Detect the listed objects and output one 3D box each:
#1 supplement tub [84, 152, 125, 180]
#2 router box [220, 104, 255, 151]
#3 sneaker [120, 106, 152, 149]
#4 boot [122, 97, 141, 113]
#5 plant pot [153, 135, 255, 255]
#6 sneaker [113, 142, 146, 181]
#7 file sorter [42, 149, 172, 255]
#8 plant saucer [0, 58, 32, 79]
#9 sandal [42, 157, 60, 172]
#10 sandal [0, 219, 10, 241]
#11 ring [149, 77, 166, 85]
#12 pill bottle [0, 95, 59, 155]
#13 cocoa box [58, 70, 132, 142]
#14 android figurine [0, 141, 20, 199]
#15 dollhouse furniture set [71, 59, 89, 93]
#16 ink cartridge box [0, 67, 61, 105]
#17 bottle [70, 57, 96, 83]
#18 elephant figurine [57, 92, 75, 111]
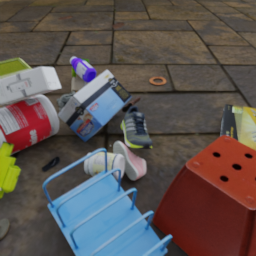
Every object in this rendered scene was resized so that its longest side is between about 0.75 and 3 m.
[{"bbox_3d":[-0.732,1.176,8.750,1.098,0.796,0.796,4,37,18],"label":"supplement tub"},{"bbox_3d":[4.668,0.264,10.611,2.217,0.736,2.819,11,39,14],"label":"router box"},{"bbox_3d":[0.276,-0.019,9.827,0.871,0.954,2.358,2,26,-19],"label":"sneaker"},{"bbox_3d":[0.149,-1.039,12.325,0.258,0.750,0.805,52,42,-6],"label":"boot"},{"bbox_3d":[2.518,1.823,7.255,2.670,2.353,2.667,-29,47,-33],"label":"plant pot"},{"bbox_3d":[0.086,1.071,9.464,0.756,0.544,1.446,-8,59,-49],"label":"sneaker"},{"bbox_3d":[-0.551,2.187,6.652,1.910,1.689,2.753,-30,62,-21],"label":"file sorter"},{"bbox_3d":[-6.377,-3.008,15.004,2.499,0.598,2.496,-25,44,-28],"label":"plant saucer"},{"bbox_3d":[-2.685,1.252,9.816,0.291,0.164,0.767,21,42,25],"label":"sandal"},{"bbox_3d":[-3.829,2.900,7.498,1.361,0.371,0.556,-27,45,-30],"label":"sandal"},{"bbox_3d":[1.559,-2.450,14.711,0.862,0.083,0.862,-1,38,1],"label":"ring"},{"bbox_3d":[-4.172,0.027,10.173,2.955,1.659,1.659,-28,46,-31],"label":"pill bottle"},{"bbox_3d":[-1.252,-0.875,11.010,1.518,1.543,2.313,46,46,-5],"label":"cocoa box"},{"bbox_3d":[-4.331,1.383,8.494,1.987,0.448,2.183,18,80,2],"label":"android figurine"},{"bbox_3d":[-2.350,-2.470,14.525,1.146,0.885,2.292,0,56,-11],"label":"dollhouse furniture set"},{"bbox_3d":[-3.495,-1.437,9.602,1.955,0.809,1.432,-16,10,5],"label":"ink cartridge box"},{"bbox_3d":[-2.271,-2.930,13.832,0.590,0.755,1.808,-9,41,-40],"label":"bottle"},{"bbox_3d":[-2.661,-1.215,12.557,1.019,0.929,1.313,24,18,-14],"label":"elephant figurine"}]
